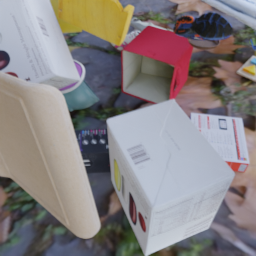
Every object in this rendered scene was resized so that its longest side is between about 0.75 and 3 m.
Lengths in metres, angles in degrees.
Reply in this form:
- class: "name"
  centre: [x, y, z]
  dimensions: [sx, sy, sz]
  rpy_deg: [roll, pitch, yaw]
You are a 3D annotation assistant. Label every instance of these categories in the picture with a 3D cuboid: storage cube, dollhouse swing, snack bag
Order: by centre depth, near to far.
- class: "snack bag"
  centre: [2.551, -1.889, 4.794]
  dimensions: [2.665, 0.285, 2.513]
  rpy_deg: [-7, 41, -32]
- class: "dollhouse swing"
  centre: [-0.601, -2.942, 6.578]
  dimensions: [1.581, 1.437, 1.390]
  rpy_deg: [25, 60, -1]
- class: "storage cube"
  centre: [0.981, -2.112, 9.485]
  dimensions: [2.065, 1.765, 1.856]
  rpy_deg: [22, 51, 19]

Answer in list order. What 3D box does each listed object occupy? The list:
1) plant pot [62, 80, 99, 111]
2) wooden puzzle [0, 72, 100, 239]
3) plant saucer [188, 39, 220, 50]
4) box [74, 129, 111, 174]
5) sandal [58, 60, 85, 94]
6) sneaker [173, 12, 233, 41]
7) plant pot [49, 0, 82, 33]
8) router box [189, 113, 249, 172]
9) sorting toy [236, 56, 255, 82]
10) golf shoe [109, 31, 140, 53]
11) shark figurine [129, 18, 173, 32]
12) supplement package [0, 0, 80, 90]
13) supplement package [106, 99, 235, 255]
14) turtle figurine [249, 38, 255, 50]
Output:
- class: "plant pot"
  centre: [-1.756, -1.151, 8.999]
  dimensions: [0.981, 1.464, 1.464]
  rpy_deg: [-39, 54, 2]
- class: "wooden puzzle"
  centre: [-1.554, 0.210, 4.137]
  dimensions: [2.623, 2.427, 0.488]
  rpy_deg: [18, 42, 35]
- class: "plant saucer"
  centre: [2.075, -2.355, 7.744]
  dimensions: [0.870, 0.150, 0.870]
  rpy_deg: [1, 39, -1]
- class: "box"
  centre: [-1.053, 0.643, 7.509]
  dimensions: [1.569, 0.959, 0.832]
  rpy_deg: [-4, 49, -2]
- class: "sandal"
  centre: [-2.431, -1.604, 7.971]
  dimensions: [2.620, 0.644, 1.066]
  rpy_deg: [13, 88, 26]
- class: "sneaker"
  centre: [1.944, -2.507, 7.085]
  dimensions: [0.666, 0.640, 1.699]
  rpy_deg: [9, 15, -39]
- class: "plant pot"
  centre: [-2.477, -3.981, 8.243]
  dimensions: [1.964, 1.732, 1.964]
  rpy_deg: [27, 28, 14]
- class: "router box"
  centre: [2.555, 0.371, 8.123]
  dimensions: [1.551, 0.422, 1.728]
  rpy_deg: [7, 48, 6]
- class: "sorting toy"
  centre: [5.279, -2.013, 10.386]
  dimensions: [2.037, 0.300, 1.506]
  rpy_deg: [34, 56, 28]
- class: "golf shoe"
  centre: [0.248, -3.461, 11.173]
  dimensions: [2.426, 1.117, 0.881]
  rpy_deg: [27, 53, 24]
- class: "shark figurine"
  centre: [0.882, -3.709, 11.531]
  dimensions: [2.885, 1.204, 1.724]
  rpy_deg: [23, 17, 10]
- class: "supplement package"
  centre: [-2.647, -1.678, 6.236]
  dimensions: [2.233, 2.135, 1.642]
  rpy_deg: [-21, 3, 9]
- class: "supplement package"
  centre: [0.707, 1.095, 6.183]
  dimensions: [1.705, 2.318, 2.217]
  rpy_deg: [-17, 49, -15]
- class: "turtle figurine"
  centre: [3.252, -2.319, 6.439]
  dimensions: [0.909, 0.675, 0.937]
  rpy_deg: [-8, 85, 19]
